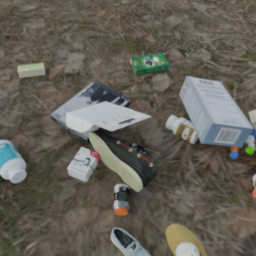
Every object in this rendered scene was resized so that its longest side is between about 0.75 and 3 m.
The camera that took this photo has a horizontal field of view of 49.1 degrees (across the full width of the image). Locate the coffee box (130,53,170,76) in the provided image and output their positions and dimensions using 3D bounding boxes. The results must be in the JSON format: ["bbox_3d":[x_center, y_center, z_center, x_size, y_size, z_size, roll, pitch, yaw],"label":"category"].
[{"bbox_3d":[0.971,-2.916,12.809,1.599,0.352,0.983,-13,51,-11],"label":"coffee box"}]

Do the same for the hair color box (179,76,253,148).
[{"bbox_3d":[2.994,-0.662,10.021,1.483,0.908,2.996,7,38,-12],"label":"hair color box"}]

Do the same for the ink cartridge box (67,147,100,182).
[{"bbox_3d":[-1.473,1.211,9.342,0.698,0.401,0.961,18,53,15],"label":"ink cartridge box"}]

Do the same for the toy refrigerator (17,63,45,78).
[{"bbox_3d":[-4.312,-2.580,12.506,1.114,0.390,0.423,-9,51,-6],"label":"toy refrigerator"}]

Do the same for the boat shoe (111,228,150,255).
[{"bbox_3d":[0.076,3.251,7.576,1.431,0.509,0.499,33,58,25],"label":"boat shoe"}]

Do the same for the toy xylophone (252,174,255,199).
[{"bbox_3d":[5.017,2.013,8.317,1.813,0.622,2.477,-44,59,-13],"label":"toy xylophone"}]

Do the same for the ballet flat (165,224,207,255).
[{"bbox_3d":[1.666,3.312,6.760,0.741,0.680,2.158,-35,90,7],"label":"ballet flat"}]

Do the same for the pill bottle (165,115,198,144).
[{"bbox_3d":[1.990,0.023,10.147,1.178,0.674,0.674,30,56,23],"label":"pill bottle"}]

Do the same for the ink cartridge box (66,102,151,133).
[{"bbox_3d":[-0.665,-0.227,9.237,2.271,0.569,1.827,22,31,39],"label":"ink cartridge box"}]

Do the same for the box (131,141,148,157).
[{"bbox_3d":[0.181,0.943,9.698,0.684,0.211,0.857,35,58,27],"label":"box"}]

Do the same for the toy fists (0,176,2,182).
[{"bbox_3d":[-4.494,1.524,9.069,0.872,0.445,0.300,16,39,12],"label":"toy fists"}]

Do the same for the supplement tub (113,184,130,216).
[{"bbox_3d":[-0.195,2.177,8.465,0.517,0.517,0.843,1,49,1],"label":"supplement tub"}]

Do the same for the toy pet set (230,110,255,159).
[{"bbox_3d":[4.676,0.337,9.763,2.062,1.095,1.925,-22,37,29],"label":"toy pet set"}]

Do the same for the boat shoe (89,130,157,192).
[{"bbox_3d":[-0.261,0.890,9.115,0.893,1.043,2.851,-33,49,-26],"label":"boat shoe"}]

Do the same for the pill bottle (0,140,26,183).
[{"bbox_3d":[-3.888,1.122,9.131,0.809,0.809,1.460,-32,57,-24],"label":"pill bottle"}]

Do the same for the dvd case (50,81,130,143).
[{"bbox_3d":[-1.443,-0.725,11.009,1.940,0.319,2.581,31,57,23],"label":"dvd case"}]
